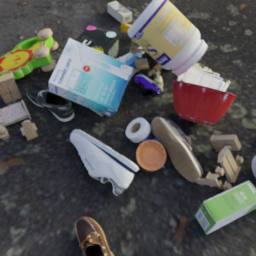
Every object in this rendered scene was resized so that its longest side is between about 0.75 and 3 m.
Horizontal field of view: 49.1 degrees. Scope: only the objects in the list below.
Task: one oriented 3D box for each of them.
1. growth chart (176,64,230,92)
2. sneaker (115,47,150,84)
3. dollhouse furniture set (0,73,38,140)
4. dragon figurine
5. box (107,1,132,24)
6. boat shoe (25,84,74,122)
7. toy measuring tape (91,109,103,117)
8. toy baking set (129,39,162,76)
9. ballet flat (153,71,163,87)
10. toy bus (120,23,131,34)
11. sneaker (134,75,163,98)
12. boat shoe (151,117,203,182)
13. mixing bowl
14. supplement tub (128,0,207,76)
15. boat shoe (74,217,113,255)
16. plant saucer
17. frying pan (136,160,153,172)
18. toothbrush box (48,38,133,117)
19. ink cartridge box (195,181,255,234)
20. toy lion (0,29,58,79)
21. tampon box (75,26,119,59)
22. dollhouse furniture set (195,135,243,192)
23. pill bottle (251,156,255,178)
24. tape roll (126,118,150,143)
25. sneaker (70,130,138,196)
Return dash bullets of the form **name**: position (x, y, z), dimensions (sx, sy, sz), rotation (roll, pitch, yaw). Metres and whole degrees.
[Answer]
- **growth chart**: position (3.333, -2.121, 12.398), dimensions (2.291, 0.203, 1.658), rotation (31, 57, 22)
- **sneaker**: position (-0.091, -2.930, 12.542), dimensions (1.236, 1.069, 2.852), rotation (28, 57, 27)
- **dollhouse furniture set**: position (-4.564, -0.689, 10.669), dimensions (1.361, 1.163, 2.626), rotation (-24, 56, -18)
- **dragon figurine**: position (0.906, 0.682, 10.006), dimensions (0.785, 0.464, 1.578), rotation (-33, 58, -30)
- **box**: position (-0.482, -6.394, 15.525), dimensions (0.643, 0.535, 1.566), rotation (-30, 58, -21)
- **boat shoe**: position (-3.202, -1.224, 11.299), dimensions (2.527, 0.855, 0.908), rotation (31, 60, 23)
- **toy measuring tape**: position (-1.692, -1.250, 11.441), dimensions (2.038, 0.750, 0.750), rotation (33, 59, 14)
- **toy baking set**: position (1.156, -3.415, 11.983), dimensions (2.374, 0.276, 1.822), rotation (-34, 99, -7)
- **ballet flat**: position (1.319, -2.233, 12.364), dimensions (0.408, 0.408, 1.153), rotation (-3, 52, -3)
- **toy bus**: position (0.175, -4.971, 14.251), dimensions (1.234, 0.402, 0.483), rotation (23, 30, 13)
- **sneaker**: position (0.713, -1.735, 11.917), dimensions (1.444, 0.502, 0.718), rotation (32, 72, 29)
- **boat shoe**: position (1.812, 0.633, 9.766), dimensions (0.865, 0.960, 2.668), rotation (-14, 55, -33)
- **mixing bowl**: position (2.641, -0.852, 10.417), dimensions (2.379, 2.379, 1.288), rotation (15, 98, 12)
- **supplement tub**: position (1.539, -3.533, 10.945), dimensions (2.684, 1.951, 1.951), rotation (40, 55, -12)
- **boat shoe**: position (-0.945, 3.294, 7.750), dimensions (0.702, 0.701, 1.993), rotation (-45, 58, 3)
- **plant saucer**: position (0.763, 0.939, 9.475), dimensions (1.028, 0.192, 1.028), rotation (2, 79, -8)
- **frying pan**: position (0.557, 1.096, 9.847), dimensions (0.788, 0.212, 1.303), rotation (-10, 41, -22)
- **toothbrush box**: position (-1.408, -1.837, 10.603), dimensions (2.619, 1.117, 1.918), rotation (23, 74, -8)
- **ink cartridge box**: position (3.200, 2.267, 8.349), dimensions (2.235, 1.160, 0.663), rotation (-20, 57, -15)
- **toy lion**: position (-4.720, -3.234, 12.810), dimensions (2.714, 0.972, 2.831), rotation (-14, 45, 4)
- **tampon box**: position (-1.540, -3.346, 12.637), dimensions (1.579, 1.330, 2.107), rotation (19, 54, 14)
- **dollhouse furniture set**: position (3.060, 1.278, 9.417), dimensions (0.888, 1.039, 2.005), rotation (-5, 37, 47)
- **pill bottle**: position (5.539, 0.977, 9.168), dimensions (2.644, 1.469, 1.469), rotation (-25, 56, -18)
- **tape roll**: position (0.361, 0.081, 10.301), dimensions (0.920, 0.322, 0.920), rotation (-27, 40, 26)
- **sneaker**: position (-1.073, 1.051, 9.433), dimensions (2.921, 1.116, 1.176), rotation (30, 87, 32)
